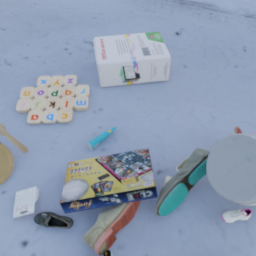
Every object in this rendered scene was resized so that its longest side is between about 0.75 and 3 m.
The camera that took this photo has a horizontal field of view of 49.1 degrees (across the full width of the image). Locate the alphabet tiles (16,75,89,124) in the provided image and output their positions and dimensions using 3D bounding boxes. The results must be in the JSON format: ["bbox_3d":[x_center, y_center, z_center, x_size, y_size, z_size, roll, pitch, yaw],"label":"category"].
[{"bbox_3d":[-2.956,-1.172,11.183,2.771,0.202,2.710,-2,49,-2],"label":"alphabet tiles"}]

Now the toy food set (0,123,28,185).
[{"bbox_3d":[-4.409,1.109,8.690,1.637,0.476,2.371,42,61,-4],"label":"toy food set"}]

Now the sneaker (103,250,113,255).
[{"bbox_3d":[-0.673,3.297,6.617,0.434,0.338,0.965,32,40,-11],"label":"sneaker"}]

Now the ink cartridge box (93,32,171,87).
[{"bbox_3d":[0.096,-3.010,12.178,2.997,1.258,2.170,-7,47,-6],"label":"ink cartridge box"}]

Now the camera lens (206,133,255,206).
[{"bbox_3d":[3.372,1.145,7.477,2.263,1.810,1.810,14,31,-45],"label":"camera lens"}]

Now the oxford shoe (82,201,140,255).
[{"bbox_3d":[-0.384,2.368,7.570,0.754,0.723,2.042,23,47,31],"label":"oxford shoe"}]

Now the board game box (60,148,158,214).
[{"bbox_3d":[-0.539,1.453,8.044,2.553,0.442,1.729,-10,32,3],"label":"board game box"}]

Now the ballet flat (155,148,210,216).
[{"bbox_3d":[1.542,1.534,8.178,2.449,0.825,0.780,-41,38,-14],"label":"ballet flat"}]

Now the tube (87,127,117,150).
[{"bbox_3d":[-0.890,0.316,9.729,1.190,0.300,0.461,-38,17,-28],"label":"tube"}]

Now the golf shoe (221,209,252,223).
[{"bbox_3d":[2.941,2.336,7.566,0.856,0.392,0.322,-5,54,-17],"label":"golf shoe"}]

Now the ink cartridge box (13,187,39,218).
[{"bbox_3d":[-2.916,2.148,8.020,0.659,0.195,0.823,-16,50,7],"label":"ink cartridge box"}]

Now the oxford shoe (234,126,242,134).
[{"bbox_3d":[3.528,0.440,9.170,0.344,0.359,0.973,6,79,-34],"label":"oxford shoe"}]

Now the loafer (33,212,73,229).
[{"bbox_3d":[-2.050,2.514,7.579,1.103,0.347,0.396,6,83,4],"label":"loafer"}]
